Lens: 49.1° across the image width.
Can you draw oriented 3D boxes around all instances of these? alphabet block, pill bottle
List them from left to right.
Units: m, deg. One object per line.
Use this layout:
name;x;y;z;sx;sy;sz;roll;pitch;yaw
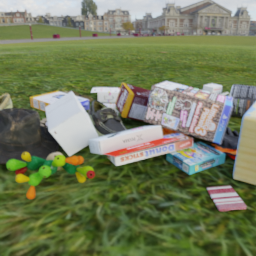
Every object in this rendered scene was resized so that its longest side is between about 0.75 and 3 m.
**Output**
pill bottle;5.805;-1.027;12.068;2.692;1.430;1.430;11;24;24
alphabet block;4.149;0.487;7.539;1.956;1.921;1.910;14;27;30

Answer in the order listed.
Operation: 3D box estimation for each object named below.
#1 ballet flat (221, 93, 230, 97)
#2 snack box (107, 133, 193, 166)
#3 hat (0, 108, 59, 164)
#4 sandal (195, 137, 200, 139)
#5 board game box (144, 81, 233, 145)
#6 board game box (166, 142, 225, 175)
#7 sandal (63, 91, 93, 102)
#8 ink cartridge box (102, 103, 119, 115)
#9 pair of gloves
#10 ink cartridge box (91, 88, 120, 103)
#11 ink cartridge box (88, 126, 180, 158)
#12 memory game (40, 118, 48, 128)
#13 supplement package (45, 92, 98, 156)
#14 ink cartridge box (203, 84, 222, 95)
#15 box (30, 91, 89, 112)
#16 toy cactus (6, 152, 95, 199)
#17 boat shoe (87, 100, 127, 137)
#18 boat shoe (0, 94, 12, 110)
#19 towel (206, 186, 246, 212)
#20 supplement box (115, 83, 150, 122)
ballet flat;5.033;-1.398;13.905;2.093;0.745;0.724;-6;20;-16
snack box;0.672;0.622;8.656;2.558;0.311;0.919;-12;14;-18
hat;-3.466;0.010;8.949;2.916;1.176;2.916;13;24;-6
sandal;2.567;0.172;10.633;0.337;0.226;0.838;-5;22;-13
board game box;2.168;-0.655;9.804;2.617;1.267;2.086;17;19;16
board game box;2.074;0.894;8.652;1.431;0.336;1.080;-12;25;-28
sandal;-2.708;-1.582;14.904;1.640;0.443;0.659;16;22;1
ink cartridge box;-0.908;-0.734;12.425;0.946;0.592;0.608;0;21;2
pair of gloves;2.550;0.332;10.071;2.914;0.360;2.596;6;22;12
ink cartridge box;-1.079;-1.767;15.057;1.753;0.592;1.021;2;22;0
ink cartridge box;0.118;0.335;8.001;2.069;0.451;1.796;-13;4;-26
memory game;-2.894;-0.132;11.451;1.773;0.113;1.773;3;21;-1
supplement package;-1.971;-0.202;9.596;1.188;1.192;2.033;-31;31;-3
ink cartridge box;3.859;-1.363;13.041;0.529;1.263;0.912;19;25;40
box;-3.235;-1.158;13.585;2.840;0.589;1.690;20;28;36
toy cactus;-1.928;1.062;7.305;2.139;1.094;1.765;-4;7;-4
boat shoe;-0.882;-0.330;10.787;1.065;0.980;2.981;-4;21;-27
boat shoe;-6.090;-0.973;12.878;0.816;0.704;2.238;4;22;10
towel;2.383;1.724;6.878;0.664;0.105;0.921;-3;20;-3
supplement box;0.448;-1.045;11.886;1.550;1.029;1.529;12;22;-20
